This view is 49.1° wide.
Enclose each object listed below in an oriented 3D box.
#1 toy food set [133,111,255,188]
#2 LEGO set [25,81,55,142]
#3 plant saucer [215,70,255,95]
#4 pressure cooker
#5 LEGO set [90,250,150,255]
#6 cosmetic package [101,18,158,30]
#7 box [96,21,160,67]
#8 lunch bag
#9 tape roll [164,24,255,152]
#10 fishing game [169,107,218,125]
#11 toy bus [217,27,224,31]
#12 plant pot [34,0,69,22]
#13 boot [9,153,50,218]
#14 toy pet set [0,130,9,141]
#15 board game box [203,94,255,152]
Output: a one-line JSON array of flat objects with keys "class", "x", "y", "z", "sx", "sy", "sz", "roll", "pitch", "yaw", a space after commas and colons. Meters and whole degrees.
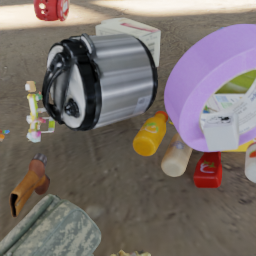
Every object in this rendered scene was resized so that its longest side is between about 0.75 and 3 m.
[{"class": "toy food set", "x": 1.698, "y": 0.249, "z": 5.551, "sx": 2.871, "sy": 1.371, "sz": 1.292, "roll": -8, "pitch": 28, "yaw": 30}, {"class": "LEGO set", "x": -2.164, "y": -0.395, "z": 6.943, "sx": 0.575, "sy": 0.711, "sz": 1.546, "roll": -5, "pitch": 75, "yaw": -4}, {"class": "plant saucer", "x": 4.113, "y": -1.644, "z": 9.248, "sx": 2.964, "sy": 0.460, "sz": 2.964, "roll": 0, "pitch": 38, "yaw": 0}, {"class": "pressure cooker", "x": -0.822, "y": -1.097, "z": 6.698, "sx": 2.501, "sy": 2.200, "sz": 2.234, "roll": -19, "pitch": 18, "yaw": -32}, {"class": "LEGO set", "x": -0.134, "y": 2.436, "z": 2.980, "sx": 1.770, "sy": 0.772, "sz": 2.725, "roll": -12, "pitch": 36, "yaw": -16}, {"class": "cosmetic package", "x": 0.018, "y": -4.266, "z": 12.896, "sx": 1.391, "sy": 0.982, "sz": 2.686, "roll": -21, "pitch": 40, "yaw": -28}, {"class": "box", "x": -0.024, "y": -3.118, "z": 10.740, "sx": 2.251, "sy": 1.439, "sz": 1.226, "roll": 27, "pitch": 42, "yaw": 35}, {"class": "lunch bag", "x": -1.207, "y": 1.615, "z": 3.993, "sx": 1.058, "sy": 0.879, "sz": 1.261, "roll": 10, "pitch": 49, "yaw": 47}, {"class": "tape roll", "x": 1.929, "y": -0.630, "z": 5.256, "sx": 2.402, "sy": 2.402, "sz": 0.788, "roll": -9, "pitch": 46, "yaw": -14}, {"class": "fishing game", "x": 1.597, "y": -0.285, "z": 6.673, "sx": 1.200, "sy": 0.187, "sz": 0.859, "roll": -18, "pitch": 24, "yaw": -14}, {"class": "toy bus", "x": 3.270, "y": -2.875, "z": 10.901, "sx": 1.589, "sy": 0.870, "sz": 1.684, "roll": -5, "pitch": 54, "yaw": 50}, {"class": "plant pot", "x": -4.516, "y": -7.300, "z": 16.781, "sx": 1.684, "sy": 1.849, "sz": 1.849, "roll": 12, "pitch": 34, "yaw": 1}, {"class": "boot", "x": -1.524, "y": 1.009, "z": 4.404, "sx": 0.322, "sy": 0.885, "sz": 0.940, "roll": 17, "pitch": 35, "yaw": -3}, {"class": "toy pet set", "x": -3.090, "y": 0.369, "z": 6.407, "sx": 0.726, "sy": 0.413, "sz": 0.778, "roll": -27, "pitch": 15, "yaw": -34}, {"class": "board game box", "x": 3.297, "y": -0.195, "z": 7.143, "sx": 2.572, "sy": 0.519, "sz": 1.968, "roll": 0, "pitch": 34, "yaw": 0}]
